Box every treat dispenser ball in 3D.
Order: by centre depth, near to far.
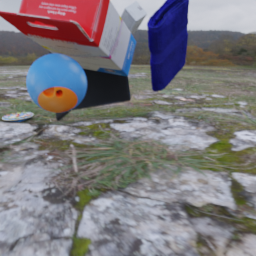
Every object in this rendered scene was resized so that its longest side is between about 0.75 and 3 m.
[{"bbox_3d":[-1.321,-0.822,5.226,1.091,1.091,1.091,0,17,0],"label":"treat dispenser ball"}]

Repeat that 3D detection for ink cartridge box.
[{"bbox_3d":[-1.064,-2.087,6.004,1.719,0.995,2.959,14,-2,16],"label":"ink cartridge box"}]

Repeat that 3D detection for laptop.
[{"bbox_3d":[-1.294,-1.649,8.420,1.497,2.418,2.582,-4,-8,-27],"label":"laptop"}]

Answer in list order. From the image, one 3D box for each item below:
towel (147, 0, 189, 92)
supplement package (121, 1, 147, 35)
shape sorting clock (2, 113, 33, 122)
[{"bbox_3d":[0.788,-1.702,5.777,0.420,1.696,1.252,28,61,27],"label":"towel"},{"bbox_3d":[0.094,-3.532,9.202,0.547,0.568,0.998,-42,2,-24],"label":"supplement package"},{"bbox_3d":[-5.297,-0.561,13.464,1.432,0.281,1.432,0,17,0],"label":"shape sorting clock"}]
